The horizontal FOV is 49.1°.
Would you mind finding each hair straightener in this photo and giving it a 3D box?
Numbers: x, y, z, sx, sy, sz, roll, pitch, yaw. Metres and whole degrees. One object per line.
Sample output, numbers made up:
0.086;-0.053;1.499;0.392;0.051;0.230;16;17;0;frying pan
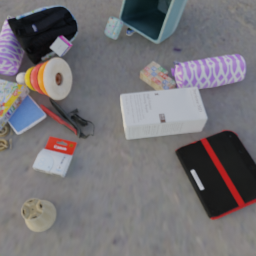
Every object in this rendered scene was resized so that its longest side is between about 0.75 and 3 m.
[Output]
-2.067;-0.420;10.181;2.403;0.492;0.925;33;65;22;hair straightener

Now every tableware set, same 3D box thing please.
-4.493;0.330;9.938;0.692;0.210;1.048;-9;60;-5;tableware set

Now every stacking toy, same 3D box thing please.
-3.385;-1.895;10.757;2.127;1.554;1.554;6;59;24;stacking toy

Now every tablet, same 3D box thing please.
-4.016;-0.646;10.455;1.217;0.128;1.871;-37;60;-19;tablet

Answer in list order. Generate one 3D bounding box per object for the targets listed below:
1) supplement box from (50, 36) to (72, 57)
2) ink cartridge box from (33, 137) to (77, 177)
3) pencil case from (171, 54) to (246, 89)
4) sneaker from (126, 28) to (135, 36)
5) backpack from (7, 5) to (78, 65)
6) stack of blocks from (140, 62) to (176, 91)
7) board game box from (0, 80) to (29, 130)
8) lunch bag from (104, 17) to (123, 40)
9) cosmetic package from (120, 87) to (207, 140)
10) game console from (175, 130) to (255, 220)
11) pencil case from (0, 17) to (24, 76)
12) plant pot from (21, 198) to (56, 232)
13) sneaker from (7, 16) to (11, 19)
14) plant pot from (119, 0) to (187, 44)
-2.451;-3.013;10.326;0.516;0.999;0.506;40;102;-16;supplement box
-2.468;0.921;9.546;1.063;0.314;1.328;12;63;7;ink cartridge box
3.100;-2.157;10.891;2.756;1.157;1.178;-7;24;-5;pencil case
0.235;-4.491;12.601;0.318;0.361;0.809;36;66;18;sneaker
-3.238;-3.943;11.350;2.401;1.846;1.958;-31;109;-2;backpack
1.227;-1.956;11.130;1.368;0.401;0.788;41;68;20;stack of blocks
-4.798;-0.881;10.394;1.348;0.343;2.005;14;58;16;board game box
-0.617;-4.330;12.126;0.699;0.872;0.336;39;26;30;lunch bag
1.204;-0.528;9.966;2.810;1.040;1.428;-8;61;-3;cosmetic package
3.097;1.426;9.271;2.290;0.402;2.589;-21;62;-6;game console
-4.887;-3.351;11.604;1.121;1.100;2.622;-14;55;27;pencil case
-2.710;2.509;8.315;0.963;0.882;0.963;0;60;0;plant pot
-5.354;-4.803;12.810;0.300;0.304;0.796;-30;65;-17;sneaker
1.361;-5.343;12.048;2.265;2.259;2.307;37;44;19;plant pot
